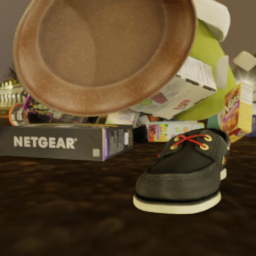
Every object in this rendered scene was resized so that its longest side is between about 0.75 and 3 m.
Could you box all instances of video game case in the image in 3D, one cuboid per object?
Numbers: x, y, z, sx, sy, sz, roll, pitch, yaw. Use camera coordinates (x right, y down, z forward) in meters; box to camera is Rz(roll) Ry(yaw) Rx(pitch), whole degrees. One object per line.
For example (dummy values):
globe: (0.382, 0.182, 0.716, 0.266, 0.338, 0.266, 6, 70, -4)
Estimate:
video game case: (-2.024, -0.743, 7.196, 1.033, 0.204, 1.140, 16, -48, -30)

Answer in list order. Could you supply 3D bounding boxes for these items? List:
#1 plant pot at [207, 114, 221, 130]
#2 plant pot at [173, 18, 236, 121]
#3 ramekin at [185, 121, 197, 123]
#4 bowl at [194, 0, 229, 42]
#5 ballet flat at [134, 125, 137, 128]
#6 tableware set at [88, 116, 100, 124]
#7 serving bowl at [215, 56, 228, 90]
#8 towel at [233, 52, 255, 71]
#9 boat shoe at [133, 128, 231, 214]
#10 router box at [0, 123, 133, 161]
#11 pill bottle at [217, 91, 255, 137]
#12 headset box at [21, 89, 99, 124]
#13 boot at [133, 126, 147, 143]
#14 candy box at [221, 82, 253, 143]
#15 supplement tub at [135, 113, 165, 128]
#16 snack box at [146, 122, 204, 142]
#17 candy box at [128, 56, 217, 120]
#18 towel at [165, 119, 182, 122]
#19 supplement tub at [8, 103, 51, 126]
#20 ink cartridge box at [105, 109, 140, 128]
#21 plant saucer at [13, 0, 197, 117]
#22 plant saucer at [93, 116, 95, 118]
plant pot: (4.509, -0.705, 11.856, 2.247, 1.804, 2.247, 1, 3, 0)
plant pot: (1.916, -2.174, 9.209, 2.730, 2.730, 2.917, 2, -38, 32)
ramekin: (4.336, -0.497, 19.228, 0.828, 0.404, 0.828, 12, -6, 1)
bowl: (2.236, -3.418, 8.519, 1.883, 0.704, 1.886, 31, 11, 9)
ballet flat: (0.081, -0.093, 12.757, 1.145, 0.388, 0.414, 2, -21, 19)
tableware set: (-1.198, -0.740, 11.779, 2.250, 1.516, 0.345, 11, -29, 11)
serving bowl: (2.494, -1.475, 7.515, 0.295, 0.898, 0.898, 3, 4, 16)
towel: (3.957, -2.242, 9.425, 0.756, 0.130, 0.501, 24, -45, -24)
boat shoe: (0.649, 0.356, 3.046, 0.803, 0.688, 2.195, 2, 5, 26)
router box: (-1.205, 0.223, 5.859, 2.258, 0.590, 1.775, 1, 3, 18)
pill bottle: (4.509, -0.449, 9.307, 1.570, 1.570, 2.622, -2, 5, -38)
headset box: (-1.969, -1.146, 9.265, 2.580, 1.918, 0.968, 39, 32, 2)
boot: (-0.142, 0.192, 7.819, 1.004, 0.453, 1.225, 1, -5, -23)
candy box: (2.581, -0.373, 6.669, 0.358, 1.267, 0.739, 19, -26, -7)
supplement tub: (0.581, -0.650, 9.808, 1.131, 1.131, 1.845, 1, -29, 22)
snack box: (1.310, 0.090, 8.450, 1.481, 0.552, 2.083, -2, 2, 2)
candy box: (0.542, -1.207, 7.237, 2.883, 0.879, 1.966, 14, -28, -32)
towel: (1.625, -0.067, 11.756, 1.242, 0.540, 2.225, 0, 4, 15)
supplement tub: (-4.975, -0.585, 13.812, 2.524, 1.350, 1.350, 4, 5, 44)
ink cartridge box: (-0.108, -0.479, 8.713, 0.839, 1.432, 0.482, 32, 28, 20)
plant saucer: (-0.337, -1.332, 4.635, 2.975, 0.544, 2.975, -16, -32, -11)
plant saucer: (-1.894, -0.947, 11.233, 1.557, 1.557, 0.213, 0, -6, 5)
